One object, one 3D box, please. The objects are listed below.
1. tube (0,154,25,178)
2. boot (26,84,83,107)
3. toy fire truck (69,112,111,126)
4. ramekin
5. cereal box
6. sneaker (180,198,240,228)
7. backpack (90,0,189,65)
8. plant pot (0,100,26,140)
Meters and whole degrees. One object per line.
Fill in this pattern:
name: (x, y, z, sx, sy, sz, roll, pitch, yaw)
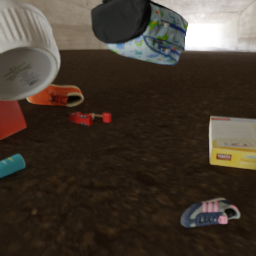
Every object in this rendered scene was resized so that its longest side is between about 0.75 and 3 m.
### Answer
tube: (-3.454, 1.161, 7.048, 0.639, 0.416, 1.651, 5, 22, 44)
boot: (-3.502, -1.516, 13.530, 2.673, 1.003, 1.433, -7, 27, -21)
toy fire truck: (-1.532, -0.417, 11.327, 1.442, 0.351, 1.017, 12, 23, 32)
ramekin: (-2.806, -1.720, 6.823, 2.355, 2.355, 1.236, -15, 64, -36)
cereal box: (3.646, 0.387, 8.772, 2.114, 0.581, 2.938, 5, 21, 15)
sneaker: (1.617, 1.692, 5.433, 1.237, 0.434, 0.508, -11, 20, -26)
backpack: (0.528, -2.541, 7.468, 2.395, 1.842, 1.954, -19, 20, -42)
plant pot: (-5.450, -0.805, 9.712, 2.492, 2.199, 2.495, 6, 21, 18)
